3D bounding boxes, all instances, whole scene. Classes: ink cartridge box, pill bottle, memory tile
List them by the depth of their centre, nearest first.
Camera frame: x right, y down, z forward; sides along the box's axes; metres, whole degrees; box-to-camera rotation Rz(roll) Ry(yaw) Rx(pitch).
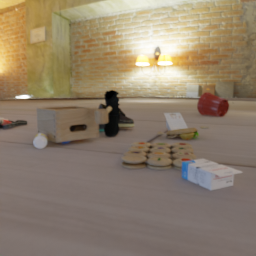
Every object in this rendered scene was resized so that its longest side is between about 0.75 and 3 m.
[{"bbox_3d":[1.726,0.983,5.858,0.651,0.381,1.122,-5,10,-28],"label":"ink cartridge box"},{"bbox_3d":[0.915,0.736,8.069,2.017,0.221,2.631,1,9,8],"label":"memory tile"},{"bbox_3d":[-2.915,0.443,9.316,0.432,0.432,0.828,-2,9,-14],"label":"pill bottle"},{"bbox_3d":[2.051,-0.209,12.278,0.850,0.263,1.049,-2,47,-19],"label":"ink cartridge box"}]

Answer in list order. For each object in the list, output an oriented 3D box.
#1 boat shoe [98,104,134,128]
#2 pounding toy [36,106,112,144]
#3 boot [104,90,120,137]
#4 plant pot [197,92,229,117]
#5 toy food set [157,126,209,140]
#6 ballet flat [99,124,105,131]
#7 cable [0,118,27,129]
[{"bbox_3d":[-0.729,-0.615,13.595,1.004,0.889,2.743,-2,14,-43],"label":"boat shoe"},{"bbox_3d":[-1.624,-0.109,10.127,2.396,1.248,2.728,-7,10,-38],"label":"pounding toy"},{"bbox_3d":[-0.682,-0.635,11.457,0.628,1.392,1.698,1,37,8],"label":"boot"},{"bbox_3d":[5.807,-1.484,18.943,1.609,1.609,1.565,-6,19,-33],"label":"plant pot"},{"bbox_3d":[2.125,0.260,11.047,1.953,0.392,1.348,-7,1,5],"label":"toy food set"},{"bbox_3d":[-1.873,-0.229,12.210,2.640,0.965,0.965,-7,11,-40],"label":"ballet flat"},{"bbox_3d":[-5.723,-0.307,13.868,1.065,0.552,2.193,4,10,27],"label":"cable"}]
